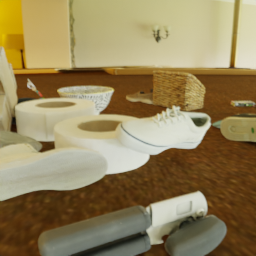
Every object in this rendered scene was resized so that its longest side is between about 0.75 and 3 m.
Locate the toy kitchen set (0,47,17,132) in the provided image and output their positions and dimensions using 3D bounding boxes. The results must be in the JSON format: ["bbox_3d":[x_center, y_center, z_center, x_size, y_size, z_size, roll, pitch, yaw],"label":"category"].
[{"bbox_3d":[-4.889,-1.236,8.628,2.345,2.121,2.599,-3,48,-11],"label":"toy kitchen set"}]

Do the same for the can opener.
[{"bbox_3d":[0.162,1.446,3.647,2.475,0.660,0.827,-9,17,-25],"label":"can opener"}]

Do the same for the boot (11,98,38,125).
[{"bbox_3d":[-5.075,-0.743,10.915,2.966,1.027,2.582,-15,22,-36],"label":"boot"}]

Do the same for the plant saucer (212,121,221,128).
[{"bbox_3d":[3.581,-0.175,9.952,1.141,0.220,1.141,-17,2,1],"label":"plant saucer"}]

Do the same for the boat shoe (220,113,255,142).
[{"bbox_3d":[4.069,0.053,8.097,0.910,0.966,2.691,-17,20,-35],"label":"boat shoe"}]

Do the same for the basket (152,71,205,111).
[{"bbox_3d":[2.558,-1.949,13.875,1.707,1.782,2.392,-13,19,-39],"label":"basket"}]

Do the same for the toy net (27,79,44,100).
[{"bbox_3d":[-3.966,-1.514,11.977,0.254,1.314,0.690,-39,3,-12],"label":"toy net"}]

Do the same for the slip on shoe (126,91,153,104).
[{"bbox_3d":[0.695,-1.723,15.267,0.747,0.595,1.964,-14,20,-40],"label":"slip on shoe"}]

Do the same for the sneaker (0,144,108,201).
[{"bbox_3d":[-1.763,0.690,5.928,2.467,0.909,1.426,-6,20,-17],"label":"sneaker"}]

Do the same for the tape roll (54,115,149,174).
[{"bbox_3d":[-0.670,0.325,7.306,2.470,0.864,2.470,0,16,0],"label":"tape roll"}]

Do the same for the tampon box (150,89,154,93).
[{"bbox_3d":[1.789,-2.067,16.681,0.607,0.511,0.809,12,19,37],"label":"tampon box"}]

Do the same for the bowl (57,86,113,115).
[{"bbox_3d":[-1.802,-1.107,12.059,2.367,1.111,2.367,0,15,0],"label":"bowl"}]

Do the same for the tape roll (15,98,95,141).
[{"bbox_3d":[-2.467,-0.368,9.700,2.699,0.944,2.699,1,15,0],"label":"tape roll"}]

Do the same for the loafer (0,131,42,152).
[{"bbox_3d":[-3.224,0.423,7.483,1.904,0.666,0.664,13,15,16],"label":"loafer"}]

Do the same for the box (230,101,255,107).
[{"bbox_3d":[5.841,-1.240,14.301,1.033,0.179,0.568,-1,15,-2],"label":"box"}]

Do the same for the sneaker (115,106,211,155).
[{"bbox_3d":[0.853,-0.063,6.246,2.610,0.924,0.953,-3,39,-43],"label":"sneaker"}]
